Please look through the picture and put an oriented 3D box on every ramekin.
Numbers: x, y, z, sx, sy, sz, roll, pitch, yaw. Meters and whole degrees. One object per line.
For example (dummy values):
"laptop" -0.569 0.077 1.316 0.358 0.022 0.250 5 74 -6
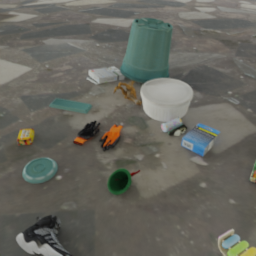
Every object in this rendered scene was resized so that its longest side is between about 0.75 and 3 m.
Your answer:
"ramekin" 1.803 -1.309 13.385 2.479 1.154 2.479 0 39 0

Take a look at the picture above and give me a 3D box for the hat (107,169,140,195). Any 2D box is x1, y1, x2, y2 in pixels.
"hat" -0.047 1.996 10.015 1.096 0.964 0.908 -36 52 10

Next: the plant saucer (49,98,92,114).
"plant saucer" -2.868 -1.127 13.954 2.056 0.195 0.719 10 39 14

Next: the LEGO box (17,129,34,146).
"LEGO box" -4.350 0.378 11.924 0.561 0.291 0.753 -4 38 -5

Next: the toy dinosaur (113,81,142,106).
"toy dinosaur" 0.083 -1.987 14.772 1.519 0.864 2.861 17 37 -21

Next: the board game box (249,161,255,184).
"board game box" 5.430 1.438 10.567 1.190 0.266 2.271 21 42 22

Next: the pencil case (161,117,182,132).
"pencil case" 1.938 -0.146 12.478 0.967 0.439 0.402 -23 54 -25

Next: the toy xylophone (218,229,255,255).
"toy xylophone" 3.095 3.674 7.586 1.241 0.426 1.696 -27 45 -29

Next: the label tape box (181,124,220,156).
"label tape box" 3.042 0.456 11.693 1.033 0.477 1.442 26 42 31

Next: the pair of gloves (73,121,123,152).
"pair of gloves" -1.247 0.323 12.062 1.865 0.231 1.662 11 40 18

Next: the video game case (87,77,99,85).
"video game case" -1.774 -2.822 16.176 0.838 0.108 0.922 -31 48 -34

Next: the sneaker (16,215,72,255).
"sneaker" -2.117 3.160 7.970 1.975 0.745 1.124 15 42 22

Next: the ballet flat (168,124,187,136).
"ballet flat" 2.205 0.129 12.225 1.014 0.345 0.347 -27 54 -30

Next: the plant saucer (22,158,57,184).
"plant saucer" -3.316 1.540 10.506 1.293 0.177 1.293 -2 37 1

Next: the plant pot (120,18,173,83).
"plant pot" 1.158 -4.419 15.720 2.937 2.877 2.937 6 34 -4

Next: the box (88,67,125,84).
"box" -1.228 -3.068 16.140 1.691 0.348 1.318 -15 38 -30
